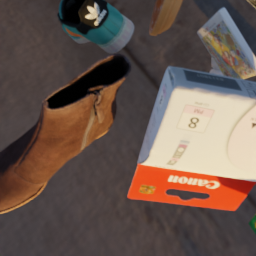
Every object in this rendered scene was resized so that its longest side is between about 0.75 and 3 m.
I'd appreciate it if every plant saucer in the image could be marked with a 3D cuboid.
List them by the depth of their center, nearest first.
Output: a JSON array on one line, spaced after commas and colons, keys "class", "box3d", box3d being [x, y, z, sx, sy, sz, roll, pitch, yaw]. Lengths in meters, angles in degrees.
[{"class": "plant saucer", "box3d": [0.868, -2.752, 5.493, 0.362, 1.932, 1.932, 15, 66, -6]}]

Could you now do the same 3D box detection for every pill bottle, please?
[{"class": "pill bottle", "box3d": [2.098, -0.939, 6.007, 0.681, 1.202, 0.681, -7, 22, 3]}]

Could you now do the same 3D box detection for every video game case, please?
[{"class": "video game case", "box3d": [1.654, -1.313, 4.706, 0.130, 1.032, 1.134, -34, 94, -3]}]

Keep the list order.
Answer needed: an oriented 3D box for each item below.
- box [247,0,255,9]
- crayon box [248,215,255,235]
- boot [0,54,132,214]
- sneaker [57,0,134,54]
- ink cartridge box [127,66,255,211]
[{"class": "box", "box3d": [3.402, -2.822, 5.782, 1.673, 1.329, 0.385, 32, 57, -17]}, {"class": "crayon box", "box3d": [2.997, 1.545, 4.195, 1.957, 0.570, 1.162, 27, 106, -13]}, {"class": "boot", "box3d": [-1.301, 0.136, 4.181, 2.827, 2.352, 1.023, -36, 81, -26]}, {"class": "sneaker", "box3d": [-0.798, -1.973, 4.825, 0.819, 0.917, 2.296, -56, 39, 2]}, {"class": "ink cartridge box", "box3d": [1.238, 0.546, 4.005, 2.112, 2.598, 0.741, 9, 34, -7]}]
